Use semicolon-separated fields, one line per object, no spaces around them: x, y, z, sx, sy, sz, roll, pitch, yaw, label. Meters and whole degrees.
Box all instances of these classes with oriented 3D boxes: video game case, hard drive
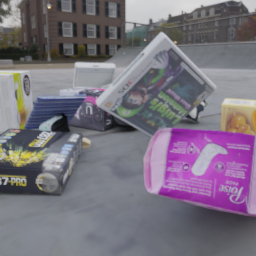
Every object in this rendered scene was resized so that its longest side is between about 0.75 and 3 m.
0.877;-0.927;7.852;2.706;2.460;0.316;29;26;-41;video game case
-1.657;-1.850;12.893;1.723;2.612;0.349;-3;53;-18;hard drive

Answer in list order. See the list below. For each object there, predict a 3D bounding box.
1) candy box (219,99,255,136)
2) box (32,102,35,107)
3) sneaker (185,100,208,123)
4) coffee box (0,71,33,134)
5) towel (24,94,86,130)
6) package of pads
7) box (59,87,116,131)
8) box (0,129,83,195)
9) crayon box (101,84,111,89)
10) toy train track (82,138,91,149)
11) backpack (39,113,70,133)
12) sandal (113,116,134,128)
3.708;0.118;7.202;2.568;1.482;0.710;8;25;27;candy box
-3.987;-0.933;12.919;0.780;0.458;0.767;19;22;34;box
2.049;-0.591;11.074;2.468;1.606;0.985;-38;11;3;sneaker
-4.825;-1.007;10.253;2.070;2.067;2.047;0;15;0;coffee box
-2.490;-0.534;9.387;1.611;0.265;2.225;-7;-21;-34;towel
1.503;0.742;4.352;1.575;0.989;2.614;4;-11;32;package of pads
-1.459;-0.790;10.744;2.127;1.405;1.220;9;18;29;box
-2.329;0.695;6.721;2.107;0.642;2.614;6;15;-1;box
-0.760;-1.121;11.966;1.111;0.456;1.767;-12;50;29;crayon box
-2.488;0.379;8.355;2.703;0.440;1.550;0;16;-2;toy train track
-2.348;0.061;9.009;0.649;0.855;1.025;-11;13;22;backpack
0.302;-0.614;10.897;1.103;0.662;2.937;31;35;8;sandal
